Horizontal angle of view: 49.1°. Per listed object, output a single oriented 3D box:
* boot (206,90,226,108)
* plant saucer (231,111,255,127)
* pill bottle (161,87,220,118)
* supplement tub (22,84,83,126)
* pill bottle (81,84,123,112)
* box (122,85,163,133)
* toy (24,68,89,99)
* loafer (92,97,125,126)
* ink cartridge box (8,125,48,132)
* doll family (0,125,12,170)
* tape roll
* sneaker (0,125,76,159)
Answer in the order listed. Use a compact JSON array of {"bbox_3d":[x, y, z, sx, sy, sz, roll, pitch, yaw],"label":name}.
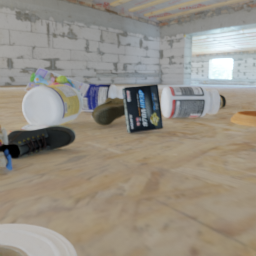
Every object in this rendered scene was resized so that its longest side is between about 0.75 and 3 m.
[{"bbox_3d":[4.613,-1.798,17.764,1.846,1.034,2.669,-9,13,-16],"label":"boot"},{"bbox_3d":[5.685,-0.428,12.206,2.260,0.423,2.260,0,11,0],"label":"plant saucer"},{"bbox_3d":[2.989,-1.244,13.555,2.560,1.483,1.483,-1,11,-8],"label":"pill bottle"},{"bbox_3d":[-2.945,-0.911,11.397,1.683,1.683,2.315,3,12,14],"label":"supplement tub"},{"bbox_3d":[-1.357,-1.599,15.227,2.642,1.529,1.529,3,12,11],"label":"pill bottle"},{"bbox_3d":[0.525,-0.698,10.205,1.304,1.641,0.378,-7,1,-15],"label":"box"},{"bbox_3d":[-3.342,-2.022,13.166,2.657,1.530,0.627,18,-29,5],"label":"toy"},{"bbox_3d":[-0.806,-0.760,11.907,0.819,0.923,2.427,30,25,23],"label":"loafer"},{"bbox_3d":[-3.179,0.054,9.493,1.069,0.375,1.315,7,-2,30],"label":"ink cartridge box"},{"bbox_3d":[-3.868,0.274,6.629,1.688,1.225,2.719,-7,13,-30],"label":"doll family"},{"bbox_3d":[-1.243,1.477,2.302,1.698,0.594,1.698,0,12,0],"label":"tape roll"},{"bbox_3d":[-2.399,0.445,7.543,1.907,0.713,1.013,-6,20,-2],"label":"sneaker"}]
